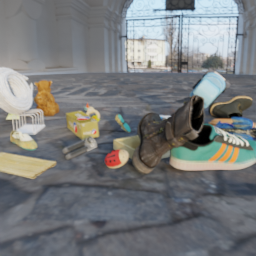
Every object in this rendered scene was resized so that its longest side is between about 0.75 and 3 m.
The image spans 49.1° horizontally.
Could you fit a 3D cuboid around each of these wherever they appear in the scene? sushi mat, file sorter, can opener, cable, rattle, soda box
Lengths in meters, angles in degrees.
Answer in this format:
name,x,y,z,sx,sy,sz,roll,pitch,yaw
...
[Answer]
name,x,y,z,sx,sy,sz,roll,pitch,yaw
sushi mat,-3.211,1.049,8.034,2.139,0.129,1.023,7,16,22
file sorter,-4.148,-0.269,11.705,0.901,0.808,1.298,1,14,1
can opener,-1.606,0.677,9.208,0.517,0.412,1.546,-30,-3,34
cable,-4.584,-1.455,10.991,0.655,1.891,1.892,-25,-32,18
rattle,-1.766,-0.674,12.554,0.687,1.055,0.754,-27,-7,27
soda box,-1.908,-0.146,11.370,0.704,0.666,2.080,-12,18,-25

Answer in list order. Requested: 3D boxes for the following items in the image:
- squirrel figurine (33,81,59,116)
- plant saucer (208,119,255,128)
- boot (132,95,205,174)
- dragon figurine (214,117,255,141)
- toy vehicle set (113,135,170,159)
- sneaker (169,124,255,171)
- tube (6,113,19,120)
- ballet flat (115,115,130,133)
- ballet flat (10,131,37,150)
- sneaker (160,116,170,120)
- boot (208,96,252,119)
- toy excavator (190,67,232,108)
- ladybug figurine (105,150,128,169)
name,x,y,z,sx,sy,sz,roll,pitch,yaw
squirrel figurine,-4.308,-1.569,14.689,1.344,1.773,1.900,-5,16,-17
plant saucer,4.345,-0.203,11.826,1.836,0.296,1.836,0,4,0
boot,1.174,-0.079,7.492,0.900,2.262,2.599,34,37,-15
dragon figurine,3.547,0.119,9.110,2.782,0.819,1.383,8,-6,-9
toy vehicle set,0.998,0.554,9.474,2.567,0.340,1.595,-9,17,-31
sneaker,2.571,0.475,7.892,2.851,1.139,1.018,-3,26,-15
tube,-5.762,-0.669,14.095,0.460,0.411,1.584,-41,27,-2
ballet flat,-0.233,-0.140,11.308,0.308,0.870,0.308,-36,2,1
ballet flat,-3.705,0.393,9.819,1.497,0.529,0.529,14,20,42
sneaker,1.513,-0.084,9.698,0.931,0.805,2.148,-5,17,-16
boot,5.537,-0.850,14.048,2.429,0.941,1.680,-17,23,-10
toy excavator,3.025,-1.213,11.966,1.174,2.286,2.351,42,43,7
ladybug figurine,-0.361,0.849,7.842,0.784,0.532,0.282,-23,-40,26
